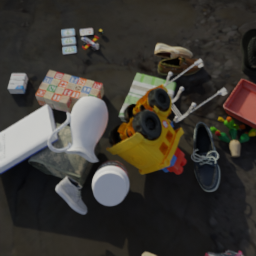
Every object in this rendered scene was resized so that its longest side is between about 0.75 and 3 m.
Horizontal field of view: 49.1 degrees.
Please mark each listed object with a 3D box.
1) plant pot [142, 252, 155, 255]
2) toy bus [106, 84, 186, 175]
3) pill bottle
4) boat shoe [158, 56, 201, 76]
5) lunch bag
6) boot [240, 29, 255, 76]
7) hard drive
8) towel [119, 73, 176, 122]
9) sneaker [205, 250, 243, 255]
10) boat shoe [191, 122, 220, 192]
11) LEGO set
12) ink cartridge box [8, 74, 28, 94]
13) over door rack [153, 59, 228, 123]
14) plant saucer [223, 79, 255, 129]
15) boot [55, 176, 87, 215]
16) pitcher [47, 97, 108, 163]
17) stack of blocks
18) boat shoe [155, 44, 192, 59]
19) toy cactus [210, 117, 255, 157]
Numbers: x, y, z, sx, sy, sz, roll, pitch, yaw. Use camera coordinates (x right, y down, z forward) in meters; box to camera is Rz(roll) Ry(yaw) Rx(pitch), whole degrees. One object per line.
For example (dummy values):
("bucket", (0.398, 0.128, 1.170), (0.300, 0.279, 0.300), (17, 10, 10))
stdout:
("plant pot", (0.775, 4.618, 7.802), (1.634, 1.846, 1.844), (31, 64, 29))
("toy bus", (1.060, 0.289, 10.131), (2.771, 1.959, 2.887), (41, 52, -14))
("pill bottle", (-0.548, 1.754, 9.073), (1.167, 2.050, 1.167), (0, 90, -2))
("boat shoe", (2.392, -2.829, 12.661), (2.081, 0.707, 0.749), (-12, 61, -7))
("lunch bag", (-2.295, 0.905, 10.191), (2.121, 1.247, 1.740), (20, 62, 6))
("boot", (5.923, -3.974, 12.505), (1.068, 2.123, 2.839), (9, 60, 5))
("hard drive", (-3.931, 0.470, 10.195), (2.793, 0.354, 1.843), (-30, 45, 4))
("towel", (0.881, -1.135, 11.942), (1.906, 0.392, 2.555), (17, 59, 7))
("sneaker", (3.027, 4.089, 8.815), (1.239, 0.499, 0.462), (10, 45, -3))
("boat shoe", (2.808, 1.007, 10.188), (0.946, 0.782, 2.528), (-5, 64, 21))
("LEGO set", (-2.227, -4.416, 13.734), (2.085, 0.512, 1.558), (-7, 64, -4))
("ink cartridge box", (-4.853, -1.950, 12.351), (0.627, 0.362, 0.865), (0, 60, 0))
("over door rack", (2.459, -1.590, 11.304), (2.466, 0.822, 1.822), (-31, 68, 0))
("plant saucer", (5.295, -0.752, 11.359), (2.449, 0.450, 2.445), (31, 50, 17))
("boot", (-1.670, 2.138, 8.916), (1.281, 0.471, 0.612), (43, 101, -2))
("pitcher", (-1.605, -0.027, 9.229), (1.736, 1.227, 2.024), (16, 74, -19))
("stack of blocks", (-2.424, -1.415, 11.828), (2.446, 0.716, 1.408), (15, 61, 8))
("boat shoe", (2.087, -3.409, 13.101), (1.767, 0.652, 0.611), (15, 71, 11))
("toy cactus", (4.150, 0.341, 10.823), (1.852, 0.947, 1.528), (5, 70, -9))
